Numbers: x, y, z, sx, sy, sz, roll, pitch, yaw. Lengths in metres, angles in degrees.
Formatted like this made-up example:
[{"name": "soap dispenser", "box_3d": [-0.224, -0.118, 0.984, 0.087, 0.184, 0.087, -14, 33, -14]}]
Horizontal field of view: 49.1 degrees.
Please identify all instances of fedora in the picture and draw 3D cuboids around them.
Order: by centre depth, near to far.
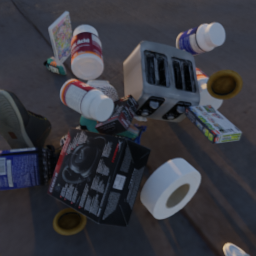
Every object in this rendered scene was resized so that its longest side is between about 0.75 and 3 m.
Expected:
[{"name": "fedora", "box_3d": [-1.576, 2.592, 7.581, 0.890, 0.363, 0.890, 5, 38, -4]}, {"name": "fedora", "box_3d": [3.011, -1.404, 8.779, 1.095, 1.095, 0.447, 13, 39, 14]}]

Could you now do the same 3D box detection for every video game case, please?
[{"name": "video game case", "box_3d": [-2.907, -3.918, 12.428, 0.176, 1.948, 1.395, 20, 56, 12]}]

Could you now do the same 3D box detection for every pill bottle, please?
[{"name": "pill bottle", "box_3d": [-1.064, -0.704, 7.208, 1.365, 0.748, 0.748, 28, 48, 33]}, {"name": "pill bottle", "box_3d": [-3.043, 1.204, 8.461, 2.104, 1.177, 1.177, -4, 41, -16]}, {"name": "pill bottle", "box_3d": [-1.424, -2.626, 9.595, 1.048, 1.048, 1.835, -5, 53, -6]}, {"name": "pill bottle", "box_3d": [2.849, -1.543, 11.300, 1.265, 1.265, 2.310, -5, 27, -6]}, {"name": "pill bottle", "box_3d": [3.002, -3.668, 11.702, 1.095, 1.095, 1.892, -27, 15, -28]}]

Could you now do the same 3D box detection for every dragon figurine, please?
[{"name": "dragon figurine", "box_3d": [0.080, 0.540, 9.405, 0.538, 0.909, 1.829, 12, 35, 28]}]

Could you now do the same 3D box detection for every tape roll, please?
[{"name": "tape roll", "box_3d": [1.172, 1.672, 7.634, 1.704, 1.704, 0.596, -25, 47, -26]}]

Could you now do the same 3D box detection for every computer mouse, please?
[{"name": "computer mouse", "box_3d": [-2.004, 0.556, 9.904, 1.866, 0.409, 1.023, -34, 47, -25]}]

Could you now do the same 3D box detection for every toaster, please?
[{"name": "toaster", "box_3d": [1.115, -1.623, 9.834, 2.319, 1.522, 2.564, 8, 66, -24]}]

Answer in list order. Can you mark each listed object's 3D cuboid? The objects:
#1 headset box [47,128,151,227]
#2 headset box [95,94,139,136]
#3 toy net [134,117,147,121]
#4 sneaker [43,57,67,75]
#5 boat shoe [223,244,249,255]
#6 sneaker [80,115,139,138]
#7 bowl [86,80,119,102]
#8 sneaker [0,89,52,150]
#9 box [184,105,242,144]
[{"name": "headset box", "box_3d": [-0.928, 1.155, 7.403, 2.665, 1.029, 1.983, 8, 76, 47]}, {"name": "headset box", "box_3d": [-0.342, -0.302, 8.371, 0.969, 0.503, 1.303, -19, 31, 38]}, {"name": "toy net", "box_3d": [0.674, -1.059, 10.988, 1.272, 0.468, 2.425, 51, 32, -2]}, {"name": "sneaker", "box_3d": [-3.618, -2.949, 13.819, 0.646, 0.577, 1.616, -33, 48, -21]}, {"name": "boat shoe", "box_3d": [2.891, 3.256, 6.785, 0.457, 0.406, 1.242, -30, 49, -29]}, {"name": "sneaker", "box_3d": [-0.672, 0.073, 9.399, 2.119, 0.846, 0.756, 19, 12, 20]}, {"name": "bowl", "box_3d": [-1.089, -1.292, 10.038, 1.675, 0.786, 1.675, 2, 7, 0]}, {"name": "sneaker", "box_3d": [-3.409, -0.327, 9.062, 1.042, 2.787, 1.481, 6, 43, 13]}, {"name": "box", "box_3d": [2.586, -0.166, 8.728, 0.951, 0.300, 1.727, -6, 34, -16]}]
